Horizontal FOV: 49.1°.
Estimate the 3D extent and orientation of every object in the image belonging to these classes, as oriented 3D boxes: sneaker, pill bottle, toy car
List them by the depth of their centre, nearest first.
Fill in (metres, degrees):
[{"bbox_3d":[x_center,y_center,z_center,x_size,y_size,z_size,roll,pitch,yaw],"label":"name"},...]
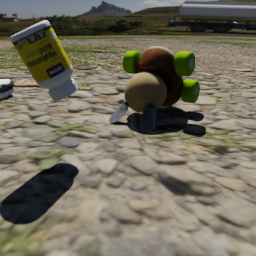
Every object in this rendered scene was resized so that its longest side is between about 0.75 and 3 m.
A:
[{"bbox_3d":[-1.543,-1.253,5.392,0.776,1.394,0.776,-21,26,11],"label":"pill bottle"},{"bbox_3d":[0.597,-0.880,7.913,2.037,1.957,2.480,9,52,31],"label":"toy car"},{"bbox_3d":[-5.150,-1.414,9.312,1.028,1.115,2.788,16,25,38],"label":"sneaker"}]

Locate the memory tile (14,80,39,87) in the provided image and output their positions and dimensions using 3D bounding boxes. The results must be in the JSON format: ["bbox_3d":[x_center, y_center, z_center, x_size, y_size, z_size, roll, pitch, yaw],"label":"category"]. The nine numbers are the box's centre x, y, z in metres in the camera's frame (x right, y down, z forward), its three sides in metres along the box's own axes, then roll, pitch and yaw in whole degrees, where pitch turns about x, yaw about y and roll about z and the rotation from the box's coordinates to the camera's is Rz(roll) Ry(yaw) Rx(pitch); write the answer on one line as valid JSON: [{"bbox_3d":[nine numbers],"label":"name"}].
[{"bbox_3d":[-4.094,-1.900,11.864,1.313,0.110,1.006,1,21,4],"label":"memory tile"}]
